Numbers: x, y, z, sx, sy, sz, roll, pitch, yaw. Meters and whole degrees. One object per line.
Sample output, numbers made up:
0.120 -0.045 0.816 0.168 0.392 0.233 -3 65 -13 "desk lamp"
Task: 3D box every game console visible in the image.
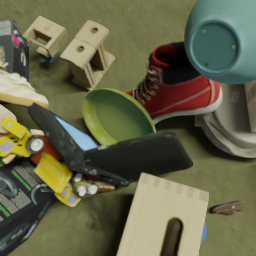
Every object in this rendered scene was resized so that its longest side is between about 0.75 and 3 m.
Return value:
-0.199 0.232 5.451 1.517 2.607 2.293 -45 63 1 "game console"

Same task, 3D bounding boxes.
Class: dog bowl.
2.901 -0.439 6.875 2.525 0.741 2.525 1 72 -4 "dog bowl"

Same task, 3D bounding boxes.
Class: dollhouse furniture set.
-1.428 -2.063 7.197 1.748 1.232 1.225 30 75 13 "dollhouse furniture set"

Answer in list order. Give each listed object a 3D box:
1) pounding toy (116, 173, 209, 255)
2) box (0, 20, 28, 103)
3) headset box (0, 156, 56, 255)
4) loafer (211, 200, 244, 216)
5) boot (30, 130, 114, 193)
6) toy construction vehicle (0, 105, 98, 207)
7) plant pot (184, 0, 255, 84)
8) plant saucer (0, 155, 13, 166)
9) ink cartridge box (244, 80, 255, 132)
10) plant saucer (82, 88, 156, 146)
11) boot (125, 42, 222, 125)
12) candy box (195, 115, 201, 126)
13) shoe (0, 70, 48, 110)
0.720 2.549 5.387 1.757 2.275 2.472 15 66 8 "pounding toy"
-3.162 -1.656 7.121 0.934 1.076 1.761 -6 73 0 "box"
-2.706 1.836 5.084 1.057 2.278 1.983 42 118 11 "headset box"
2.333 1.883 6.469 0.809 0.295 0.287 -12 73 -3 "loafer"
-1.414 0.763 6.534 2.440 0.916 1.308 14 68 5 "boot"
-2.006 0.474 5.139 2.188 2.513 0.885 27 71 37 "toy construction vehicle"
1.392 -1.232 3.866 1.540 1.540 1.037 43 49 12 "plant pot"
-3.114 0.701 6.912 0.899 0.140 0.899 0 72 0 "plant saucer"
3.235 -1.461 5.850 1.131 1.942 2.667 -2 71 3 "ink cartridge box"
-0.167 -0.094 6.165 1.934 1.934 0.300 35 52 10 "plant saucer"
0.336 -0.851 5.972 2.956 2.133 1.070 -13 65 23 "boot"
1.979 -0.480 7.272 0.469 0.121 0.918 5 72 -1 "candy box"
-2.742 -0.986 5.872 2.468 0.863 0.659 21 92 11 "shoe"
